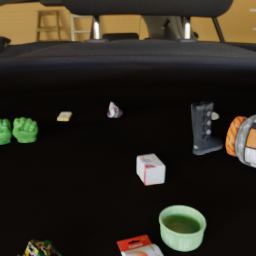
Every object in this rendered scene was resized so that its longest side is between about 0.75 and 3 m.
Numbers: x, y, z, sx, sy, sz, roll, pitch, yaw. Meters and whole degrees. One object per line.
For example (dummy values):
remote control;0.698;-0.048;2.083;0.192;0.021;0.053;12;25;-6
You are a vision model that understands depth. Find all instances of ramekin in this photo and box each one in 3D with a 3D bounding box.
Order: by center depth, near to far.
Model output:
ramekin;1.166;2.191;6.106;0.984;0.480;0.984;0;20;0

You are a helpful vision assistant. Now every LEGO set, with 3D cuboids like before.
LEGO set;-1.650;2.560;5.350;0.849;0.492;0.653;20;-2;37

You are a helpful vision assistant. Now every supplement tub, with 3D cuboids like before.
supplement tub;4.701;0.579;8.771;2.827;1.732;1.732;18;27;41

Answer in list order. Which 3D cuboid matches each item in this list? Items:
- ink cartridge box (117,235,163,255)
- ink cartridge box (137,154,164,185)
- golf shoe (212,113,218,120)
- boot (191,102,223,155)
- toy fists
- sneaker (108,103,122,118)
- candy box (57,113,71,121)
ink cartridge box;0.238;2.483;5.700;0.715;0.221;0.881;-6;23;-18
ink cartridge box;0.668;1.261;8.544;0.596;0.593;0.820;-6;21;-17
golf shoe;4.124;-0.641;14.272;0.901;0.353;0.438;4;14;9
boot;2.942;-0.071;10.313;1.514;1.836;0.603;-16;15;-38
toy fists;-4.612;0.120;11.172;1.896;0.966;0.652;-4;20;-11
sneaker;-0.676;-0.833;14.638;0.681;0.634;1.578;15;22;-8
candy box;-3.257;-0.584;14.375;0.530;0.137;1.037;2;20;-1
